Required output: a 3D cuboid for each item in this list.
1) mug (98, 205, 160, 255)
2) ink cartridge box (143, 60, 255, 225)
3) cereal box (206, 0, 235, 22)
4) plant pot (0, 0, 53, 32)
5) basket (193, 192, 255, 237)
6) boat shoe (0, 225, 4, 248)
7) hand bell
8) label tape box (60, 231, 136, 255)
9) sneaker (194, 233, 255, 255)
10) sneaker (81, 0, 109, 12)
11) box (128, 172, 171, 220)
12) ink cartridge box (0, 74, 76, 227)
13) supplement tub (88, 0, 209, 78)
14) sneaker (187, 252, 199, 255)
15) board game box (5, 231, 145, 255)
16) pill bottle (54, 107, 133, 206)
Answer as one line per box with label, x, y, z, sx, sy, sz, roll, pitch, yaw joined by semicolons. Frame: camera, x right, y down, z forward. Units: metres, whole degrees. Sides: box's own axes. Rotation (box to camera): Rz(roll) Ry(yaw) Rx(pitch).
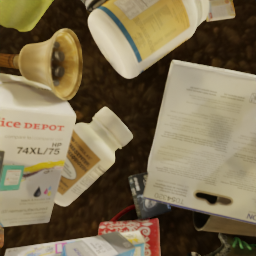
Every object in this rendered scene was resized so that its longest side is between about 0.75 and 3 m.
mug;0.040;2.878;7.583;1.560;1.385;1.041;-2;116;3
ink cartridge box;1.901;0.357;5.455;2.795;0.616;2.846;13;111;3
cereal box;2.927;-3.805;8.999;0.902;0.178;0.649;-8;80;-1
plant pot;-2.075;-2.841;5.453;1.681;1.681;1.545;50;126;8
basket;3.318;1.844;7.273;2.649;1.801;2.388;18;80;-1
boat shoe;-2.529;2.051;4.313;1.671;0.602;0.564;-45;62;11
hand bell;-2.165;-1.214;5.162;2.343;1.220;1.220;6;80;14
label tape box;-0.815;2.502;4.522;0.589;1.782;1.277;27;103;43
sneaker;2.957;3.340;7.395;2.937;1.129;1.301;-20;70;-7
sneaker;-0.633;-4.861;8.815;2.376;0.897;1.367;-34;84;-3
box;0.599;1.832;7.759;0.946;0.257;1.180;-6;73;-26
ink cartridge box;-2.286;0.365;5.309;1.754;1.745;2.390;5;115;-31
supplement tub;0.576;-2.998;7.897;2.889;2.090;2.090;-37;82;-6
sneaker;1.030;2.830;5.143;0.506;0.436;1.154;40;57;8
board game box;-1.014;3.200;5.721;2.691;0.461;1.809;-2;102;-15
pill bottle;-1.189;0.701;7.558;2.589;1.481;1.481;-43;83;-6
